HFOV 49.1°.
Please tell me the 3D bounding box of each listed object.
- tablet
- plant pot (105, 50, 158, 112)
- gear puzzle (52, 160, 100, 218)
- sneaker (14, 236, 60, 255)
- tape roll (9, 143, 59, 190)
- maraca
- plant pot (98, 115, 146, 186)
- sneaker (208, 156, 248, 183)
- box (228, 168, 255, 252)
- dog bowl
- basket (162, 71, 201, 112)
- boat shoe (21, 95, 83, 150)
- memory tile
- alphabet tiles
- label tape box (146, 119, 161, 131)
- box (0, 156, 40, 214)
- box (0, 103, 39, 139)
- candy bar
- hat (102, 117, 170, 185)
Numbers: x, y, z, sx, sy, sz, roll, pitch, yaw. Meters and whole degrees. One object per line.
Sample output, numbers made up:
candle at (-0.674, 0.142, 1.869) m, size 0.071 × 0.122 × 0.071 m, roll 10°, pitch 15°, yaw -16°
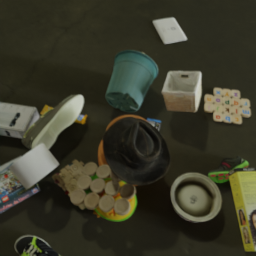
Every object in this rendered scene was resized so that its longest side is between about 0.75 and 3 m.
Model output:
tablet at (2.229, -5.289, 15.153) m, size 1.298 × 0.136 × 1.994 m, roll -12°, pitch 57°, yaw -9°
plant pot at (0.056, -1.841, 11.795) m, size 1.992 × 1.992 × 1.951 m, roll 14°, pitch 65°, yaw 10°
gear puzzle at (-1.496, 2.212, 9.867) m, size 2.371 × 0.310 × 1.228 m, roll 40°, pitch 57°, yaw 20°
sneaker at (-2.583, 3.800, 8.411) m, size 2.008 × 0.831 × 0.720 m, roll 23°, pitch 58°, yaw 15°
tape roll at (-3.091, 1.256, 9.260) m, size 1.337 × 1.337 × 0.918 m, roll -38°, pitch 95°, yaw -23°
maraca at (-0.661, 2.245, 9.204) m, size 1.933 × 1.034 × 1.325 m, roll 27°, pitch 70°, yaw 9°
plant pot at (0.065, 0.663, 10.084) m, size 2.396 × 1.677 × 2.396 m, roll 1°, pitch 55°, yaw -1°
sneaker at (3.568, 1.498, 10.235) m, size 1.637 × 0.628 × 0.686 m, roll -16°, pitch 43°, yaw -18°
box at (4.045, 2.585, 9.061) m, size 0.964 × 0.642 × 2.563 m, roll -1°, pitch 65°, yaw -8°
dog bowl at (2.231, 2.418, 9.499) m, size 1.706 × 0.629 × 1.706 m, roll 0°, pitch 56°, yaw -1°
basket at (2.190, -1.467, 11.219) m, size 1.337 × 1.085 × 1.349 m, roll 5°, pitch 51°, yaw 22°
boat shoe at (-2.887, -0.317, 10.946) m, size 0.894 × 1.069 × 2.991 m, roll 22°, pitch 58°, yaw 24°
memory tile at (-0.716, 1.880, 8.817) m, size 2.019 × 0.170 × 1.548 m, roll 7°, pitch 55°, yaw 20°
alphabet tiles at (4.277, -0.960, 12.141) m, size 1.926 × 0.141 × 1.884 m, roll 8°, pitch 55°, yaw 5°
label tape box at (0.986, -0.091, 11.446) m, size 0.596 × 0.262 × 0.826 m, roll 11°, pitch 56°, yaw 8°
box at (-4.429, 2.129, 9.825) m, size 2.177 × 0.410 × 1.487 m, roll -29°, pitch 60°, yaw -19°
box at (-4.880, -0.322, 11.390) m, size 2.131 × 0.641 × 1.243 m, roll 7°, pitch 56°, yaw 6°
candy bar at (-2.684, -0.545, 11.800) m, size 1.988 × 0.220 × 0.496 m, roll 13°, pitch 56°, yaw 9°
hat at (0.337, 0.464, 8.524) m, size 2.388 × 0.963 × 2.388 m, roll 6°, pitch 56°, yaw -9°
